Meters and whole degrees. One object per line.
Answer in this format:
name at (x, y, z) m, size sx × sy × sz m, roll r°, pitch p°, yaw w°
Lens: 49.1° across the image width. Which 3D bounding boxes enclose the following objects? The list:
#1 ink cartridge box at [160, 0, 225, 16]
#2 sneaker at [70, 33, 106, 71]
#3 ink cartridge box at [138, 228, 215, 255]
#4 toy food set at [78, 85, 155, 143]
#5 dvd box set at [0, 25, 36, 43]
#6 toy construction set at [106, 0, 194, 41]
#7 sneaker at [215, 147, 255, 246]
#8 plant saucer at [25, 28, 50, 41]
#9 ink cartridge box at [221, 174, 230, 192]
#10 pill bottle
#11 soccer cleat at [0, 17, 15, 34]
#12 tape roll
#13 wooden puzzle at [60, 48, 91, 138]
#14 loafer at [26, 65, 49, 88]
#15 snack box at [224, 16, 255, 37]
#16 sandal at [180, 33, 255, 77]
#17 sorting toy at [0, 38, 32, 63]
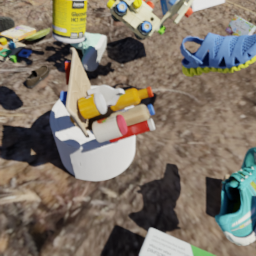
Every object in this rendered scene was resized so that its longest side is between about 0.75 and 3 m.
ink cartridge box at (1.892, -3.933, 8.475) m, size 1.188 × 0.692 × 1.643 m, roll -23°, pitch 25°, yaw -17°
sneaker at (-1.702, -2.879, 10.480) m, size 1.335 × 0.833 × 2.264 m, roll 12°, pitch 41°, yaw 3°
ink cartridge box at (0.721, 3.410, 4.985) m, size 1.827 × 1.035 × 2.492 m, roll 18°, pitch 52°, yaw 15°
toy food set at (-0.049, -0.335, 5.306) m, size 0.980 × 2.177 × 1.039 m, roll -17°, pitch 89°, yaw 12°
dvd box set at (-4.609, -3.939, 11.690) m, size 0.889 × 0.179 × 1.215 m, roll 21°, pitch 45°, yaw 23°
toy construction set at (0.425, -3.457, 7.521) m, size 2.612 × 1.203 × 1.713 m, roll 34°, pitch 84°, yaw 4°
sneaker at (2.183, 1.093, 5.158) m, size 0.810 × 0.788 × 2.035 m, roll 41°, pitch 56°, yaw -13°
plant saucer at (-3.683, -3.796, 11.474) m, size 1.099 × 0.171 × 1.099 m, roll -17°, pitch 28°, yaw 9°
ink cartridge box at (2.955, 1.787, 6.738) m, size 1.311 × 0.492 × 1.080 m, roll 8°, pitch 49°, yaw 7°
pill bottle at (-1.101, -2.229, 5.255) m, size 0.634 × 1.128 × 0.634 m, roll 7°, pitch 34°, yaw -5°
soccer cleat at (-5.954, -4.207, 11.715) m, size 2.301 × 0.785 × 0.842 m, roll -26°, pitch 48°, yaw -19°
tape roll at (-0.871, 0.125, 7.502) m, size 2.169 × 1.489 × 2.169 m, roll 0°, pitch 49°, yaw 0°
wooden puzzle at (-0.885, -0.543, 4.751) m, size 0.279 × 1.116 × 1.205 m, roll -4°, pitch 68°, yaw 4°
loafer at (-3.198, -1.890, 9.925) m, size 0.427 × 0.417 × 1.169 m, roll 16°, pitch 52°, yaw 14°
snack box at (3.709, -3.263, 9.281) m, size 0.222 × 0.595 × 0.837 m, roll 3°, pitch 37°, yaw -45°
sandal at (2.125, -1.881, 6.830) m, size 2.255 × 0.982 × 0.896 m, roll -4°, pitch 46°, yaw 44°
sorting toy at (-4.929, -3.197, 11.114) m, size 2.228 × 0.304 × 1.255 m, roll 23°, pitch 53°, yaw 19°
